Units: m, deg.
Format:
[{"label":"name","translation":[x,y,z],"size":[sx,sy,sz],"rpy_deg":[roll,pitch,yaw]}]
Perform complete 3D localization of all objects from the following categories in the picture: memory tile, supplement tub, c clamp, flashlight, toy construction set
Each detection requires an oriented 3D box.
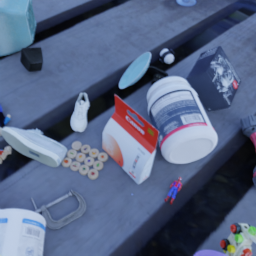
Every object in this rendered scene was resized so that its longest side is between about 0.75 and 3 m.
[{"label":"memory tile","translation":[-1.474,1.074,9.513],"size":[1.391,0.117,1.066],"rpy_deg":[21,58,15]},{"label":"supplement tub","translation":[1.708,-0.274,9.465],"size":[1.815,1.815,2.587],"rpy_deg":[-9,54,-7]},{"label":"c clamp","translation":[-2.089,2.368,8.521],"size":[1.495,0.202,1.277],"rpy_deg":[-21,56,-15]},{"label":"supplement tub","translation":[-2.966,3.419,6.863],"size":[1.624,1.624,2.462],"rpy_deg":[-2,53,-2]},{"label":"flashlight","translation":[4.351,0.776,9.297],"size":[0.932,0.929,2.743],"rpy_deg":[-21,47,24]},{"label":"toy construction set","translation":[2.944,3.209,6.945],"size":[0.945,2.052,1.346],"rpy_deg":[22,27,-21]}]

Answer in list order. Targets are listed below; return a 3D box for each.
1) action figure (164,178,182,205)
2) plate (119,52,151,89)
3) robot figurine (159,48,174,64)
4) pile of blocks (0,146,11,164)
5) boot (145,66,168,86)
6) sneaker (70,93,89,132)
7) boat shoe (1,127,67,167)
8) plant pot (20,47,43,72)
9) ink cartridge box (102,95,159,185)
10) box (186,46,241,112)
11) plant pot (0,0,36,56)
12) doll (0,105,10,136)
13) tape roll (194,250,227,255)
[{"label":"action figure","translation":[1.457,1.934,8.801],"size":[0.310,0.245,0.949],"rpy_deg":[18,50,24]},{"label":"plate","translation":[0.317,-2.253,11.255],"size":[0.236,1.843,1.843],"rpy_deg":[37,52,-22]},{"label":"robot figurine","translation":[1.718,-3.197,12.487],"size":[0.479,0.577,0.767],"rpy_deg":[-8,51,-27]},{"label":"pile of blocks","translation":[-4.435,0.977,9.463],"size":[0.454,0.344,1.107],"rpy_deg":[23,56,15]},{"label":"boot","translation":[1.069,-2.102,11.695],"size":[1.113,0.419,0.832],"rpy_deg":[21,56,14]},{"label":"sneaker","translation":[-1.783,-0.594,10.408],"size":[0.616,0.664,1.639],"rpy_deg":[7,55,-9]},{"label":"boat shoe","translation":[-3.176,0.508,9.582],"size":[2.361,0.824,0.841],"rpy_deg":[25,47,10]},{"label":"plant pot","translation":[-4.010,-2.835,11.833],"size":[0.819,0.817,0.727],"rpy_deg":[-15,67,-33]},{"label":"ink cartridge box","translation":[-0.023,0.431,8.601],"size":[0.593,2.364,1.917],"rpy_deg":[-34,60,-26]},{"label":"box","translation":[3.275,-1.812,10.577],"size":[0.925,1.777,1.618],"rpy_deg":[-10,38,50]},{"label":"plant pot","translation":[-5.640,-4.870,12.504],"size":[2.675,2.626,2.619],"rpy_deg":[0,53,-6]},{"label":"doll","translation":[-4.990,-0.352,10.412],"size":[1.135,0.403,1.663],"rpy_deg":[-23,63,-17]},{"label":"tape roll","translation":[2.029,3.855,6.178],"size":[0.866,2.038,2.038],"rpy_deg":[-25,56,-38]}]
